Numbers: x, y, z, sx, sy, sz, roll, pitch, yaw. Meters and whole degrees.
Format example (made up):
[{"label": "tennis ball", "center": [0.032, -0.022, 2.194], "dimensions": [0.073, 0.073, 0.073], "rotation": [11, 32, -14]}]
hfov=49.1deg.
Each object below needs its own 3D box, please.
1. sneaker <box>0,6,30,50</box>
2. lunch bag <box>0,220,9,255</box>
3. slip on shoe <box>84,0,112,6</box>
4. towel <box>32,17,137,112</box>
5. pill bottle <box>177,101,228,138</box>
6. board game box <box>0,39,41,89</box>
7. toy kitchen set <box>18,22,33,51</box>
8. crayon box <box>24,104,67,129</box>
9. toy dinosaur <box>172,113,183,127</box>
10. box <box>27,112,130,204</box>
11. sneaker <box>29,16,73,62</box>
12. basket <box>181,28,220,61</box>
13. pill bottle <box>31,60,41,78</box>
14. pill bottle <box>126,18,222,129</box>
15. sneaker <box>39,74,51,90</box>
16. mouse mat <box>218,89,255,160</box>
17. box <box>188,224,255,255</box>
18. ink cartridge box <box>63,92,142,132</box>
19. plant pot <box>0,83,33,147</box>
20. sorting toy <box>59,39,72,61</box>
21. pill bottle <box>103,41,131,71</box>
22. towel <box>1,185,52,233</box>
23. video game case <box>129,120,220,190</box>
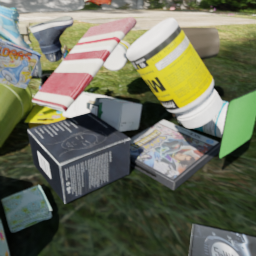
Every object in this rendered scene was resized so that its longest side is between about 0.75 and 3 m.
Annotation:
[{"label": "sneaker", "center": [-3.891, -3.468, 9.695], "dimensions": [0.662, 1.665, 1.087], "rotation": [20, 78, 40]}, {"label": "lunch bag", "center": [-3.196, 2.234, 5.660], "dimensions": [1.251, 1.748, 2.052], "rotation": [-20, 34, -27]}, {"label": "slip on shoe", "center": [-0.925, -3.883, 8.591], "dimensions": [0.905, 0.277, 0.335], "rotation": [6, 26, 16]}, {"label": "towel", "center": [-1.189, -1.666, 7.335], "dimensions": [2.103, 0.332, 2.920], "rotation": [14, 65, 52]}, {"label": "pill bottle", "center": [3.232, -0.438, 10.808], "dimensions": [2.459, 1.362, 1.362], "rotation": [21, 35, 32]}, {"label": "board game box", "center": [-3.769, -1.999, 8.614], "dimensions": [0.325, 1.277, 1.886], "rotation": [40, 18, 30]}, {"label": "toy kitchen set", "center": [-4.862, -3.871, 12.529], "dimensions": [0.912, 1.549, 1.241], "rotation": [-2, 31, -10]}, {"label": "crayon box", "center": [-3.199, -0.587, 11.804], "dimensions": [1.585, 0.634, 2.496], "rotation": [0, 29, 1]}, {"label": "toy dinosaur", "center": [1.747, -0.465, 8.659], "dimensions": [0.996, 0.676, 0.509], "rotation": [-31, 3, -24]}, {"label": "box", "center": [-1.505, 0.750, 8.619], "dimensions": [2.262, 1.426, 2.301], "rotation": [-20, 35, -32]}, {"label": "sneaker", "center": [-2.135, -2.681, 8.559], "dimensions": [1.682, 1.215, 0.639], "rotation": [2, 33, 36]}, {"label": "basket", "center": [2.336, -3.135, 10.675], "dimensions": [1.971, 1.341, 1.777], "rotation": [-6, 56, -1]}, {"label": "pill bottle", "center": [-6.395, -3.526, 16.385], "dimensions": [2.378, 1.263, 1.263], "rotation": [-3, 30, -6]}, {"label": "pill bottle", "center": [1.084, -1.133, 6.226], "dimensions": [1.269, 2.221, 1.269], "rotation": [-35, 21, 15]}, {"label": "sneaker", "center": [-3.747, -2.229, 14.149], "dimensions": [1.066, 1.210, 2.714], "rotation": [2, 29, 3]}, {"label": "mouse mat", "center": [3.056, -0.152, 7.601], "dimensions": [2.068, 1.664, 0.078], "rotation": [-19, 31, -41]}, {"label": "box", "center": [2.329, 3.008, 5.576], "dimensions": [2.282, 0.497, 1.828], "rotation": [9, 31, 15]}, {"label": "ink cartridge box", "center": [-0.953, -0.682, 10.985], "dimensions": [2.516, 1.061, 1.838], "rotation": [14, 9, 23]}, {"label": "plant pot", "center": [-5.083, -0.386, 9.909], "dimensions": [2.761, 2.761, 2.622], "rotation": [-1, 42, -1]}, {"label": "sorting toy", "center": [-2.275, -2.796, 11.156], "dimensions": [0.324, 1.918, 0.925], "rotation": [-20, 40, 18]}, {"label": "pill bottle", "center": [-0.433, -3.351, 12.757], "dimensions": [1.163, 1.163, 2.062], "rotation": [6, 24, 10]}, {"label": "towel", "center": [-2.687, 2.092, 7.402], "dimensions": [1.076, 0.303, 1.257], "rotation": [-15, 33, -27]}, {"label": "video game case", "center": [1.377, 0.742, 9.725], "dimensions": [2.609, 0.368, 2.887], "rotation": [26, 38, 37]}]
